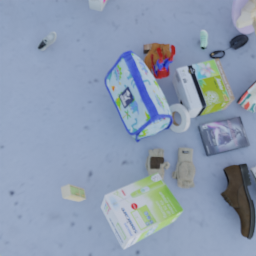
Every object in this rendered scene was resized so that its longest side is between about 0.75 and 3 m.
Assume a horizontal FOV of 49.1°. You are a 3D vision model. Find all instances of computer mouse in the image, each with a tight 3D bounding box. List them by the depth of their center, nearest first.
[{"bbox_3d":[4.262,-3.427,11.764,1.871,0.318,0.548,-31,77,-6],"label":"computer mouse"}]

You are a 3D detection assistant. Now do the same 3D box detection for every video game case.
[{"bbox_3d":[3.712,0.318,10.879,1.720,0.163,1.229,-13,78,-3],"label":"video game case"}]

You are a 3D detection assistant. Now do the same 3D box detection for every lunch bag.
[{"bbox_3d":[0.416,-1.006,9.812,1.843,2.892,2.459,-24,79,-5],"label":"lunch bag"}]

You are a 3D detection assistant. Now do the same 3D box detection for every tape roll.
[{"bbox_3d":[1.876,-0.358,10.631,0.203,1.109,1.109,-15,74,-34],"label":"tape roll"}]

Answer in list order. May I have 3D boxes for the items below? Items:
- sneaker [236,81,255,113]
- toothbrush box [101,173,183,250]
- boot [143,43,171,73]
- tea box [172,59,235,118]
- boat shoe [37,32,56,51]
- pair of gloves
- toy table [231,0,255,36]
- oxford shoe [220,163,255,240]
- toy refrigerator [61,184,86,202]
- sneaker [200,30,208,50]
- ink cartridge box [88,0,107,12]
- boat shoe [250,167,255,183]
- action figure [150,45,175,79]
[{"bbox_3d":[5.219,-1.396,11.049,1.897,0.668,0.887,-45,81,-5],"label":"sneaker"},{"bbox_3d":[0.429,2.605,9.021,2.117,0.911,1.541,-17,56,-27],"label":"toothbrush box"},{"bbox_3d":[1.194,-2.796,11.458,1.133,0.560,1.460,-1,72,4],"label":"boot"},{"bbox_3d":[2.840,-1.479,10.818,1.728,1.174,1.757,-15,74,-4],"label":"tea box"},{"bbox_3d":[-3.368,-3.554,11.569,1.015,0.362,0.354,-38,101,21],"label":"boat shoe"},{"bbox_3d":[1.578,1.531,10.533,1.850,0.324,1.573,-2,73,-2],"label":"pair of gloves"},{"bbox_3d":[4.988,-4.495,10.891,2.009,2.186,1.280,-26,43,11],"label":"toy table"},{"bbox_3d":[3.892,2.627,10.036,1.094,0.942,2.592,-7,70,10],"label":"oxford shoe"},{"bbox_3d":[-1.872,2.267,9.720,0.366,1.045,0.397,-23,62,12],"label":"toy refrigerator"},{"bbox_3d":[3.108,-3.594,11.531,0.293,0.797,0.470,4,53,28],"label":"sneaker"},{"bbox_3d":[-0.942,-6.435,11.069,0.580,2.311,2.663,15,60,6],"label":"ink cartridge box"},{"bbox_3d":[5.024,2.450,10.146,0.741,0.816,2.218,-12,64,7],"label":"boat shoe"},{"bbox_3d":[1.234,-2.559,10.341,0.731,2.240,1.109,-10,75,-1],"label":"action figure"}]
